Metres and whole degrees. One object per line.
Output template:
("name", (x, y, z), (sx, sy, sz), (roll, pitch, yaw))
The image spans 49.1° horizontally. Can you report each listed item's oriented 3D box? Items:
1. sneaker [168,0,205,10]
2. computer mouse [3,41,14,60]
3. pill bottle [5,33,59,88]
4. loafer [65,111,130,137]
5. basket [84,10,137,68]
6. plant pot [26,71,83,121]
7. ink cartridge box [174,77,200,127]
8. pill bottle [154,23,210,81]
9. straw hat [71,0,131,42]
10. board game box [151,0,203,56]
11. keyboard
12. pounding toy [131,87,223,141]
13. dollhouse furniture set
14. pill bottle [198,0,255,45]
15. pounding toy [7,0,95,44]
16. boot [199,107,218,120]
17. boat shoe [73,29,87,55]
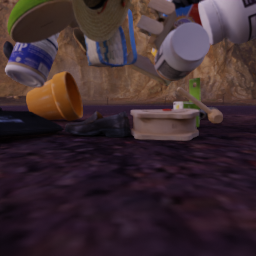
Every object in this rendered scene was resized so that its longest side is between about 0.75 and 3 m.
("sneaker", (1.962, -4.115, 8.644), (1.603, 0.636, 0.629), (-32, -20, 34))
("computer mouse", (-3.582, -2.199, 8.664), (0.258, 0.980, 0.678), (-36, 10, -37))
("pill bottle", (-2.688, -2.236, 8.156), (1.122, 1.875, 1.122), (14, -16, 4))
("loafer", (-0.692, -0.101, 6.288), (1.514, 0.547, 0.551), (0, 7, 10))
("basket", (-0.454, -2.468, 8.061), (1.154, 1.463, 1.659), (-9, 6, -41))
("plant pot", (-2.889, -1.071, 10.909), (1.708, 1.865, 1.865), (-15, 4, 6))
("ink cartridge box", (1.798, -0.793, 8.675), (0.554, 1.462, 1.080), (0, 6, -4))
("pill bottle", (1.353, -1.917, 7.278), (1.105, 1.105, 1.898), (0, -2, -5))
("straw hat", (-0.798, -2.900, 5.634), (0.948, 2.241, 2.241), (20, 13, 23))
("board game box", (2.001, -3.866, 10.720), (1.786, 2.334, 0.471), (-3, 38, -17))
("keyboard", (-2.692, -0.118, 5.904), (1.543, 0.330, 2.569), (23, 10, 19))
("pounding toy", (0.970, -0.337, 5.943), (1.881, 1.079, 1.076), (1, 10, 10))
("dollhouse furniture set", (1.105, -2.621, 8.819), (1.391, 2.095, 1.836), (31, 5, 17))
("pill bottle", (3.308, -3.145, 6.929), (2.865, 1.611, 1.611), (-19, 2, 12))
("pounding toy", (-1.966, -2.962, 6.631), (2.208, 1.025, 1.704), (-31, 3, -34))
("boot", (3.230, -0.614, 11.891), (1.250, 0.499, 1.374), (-13, -5, 15))
("boat shoe", (-1.610, -2.927, 9.577), (0.352, 0.979, 0.331), (-26, -9, -28))
